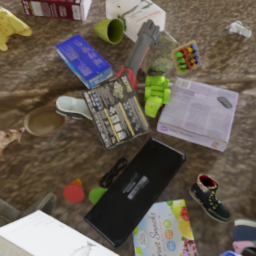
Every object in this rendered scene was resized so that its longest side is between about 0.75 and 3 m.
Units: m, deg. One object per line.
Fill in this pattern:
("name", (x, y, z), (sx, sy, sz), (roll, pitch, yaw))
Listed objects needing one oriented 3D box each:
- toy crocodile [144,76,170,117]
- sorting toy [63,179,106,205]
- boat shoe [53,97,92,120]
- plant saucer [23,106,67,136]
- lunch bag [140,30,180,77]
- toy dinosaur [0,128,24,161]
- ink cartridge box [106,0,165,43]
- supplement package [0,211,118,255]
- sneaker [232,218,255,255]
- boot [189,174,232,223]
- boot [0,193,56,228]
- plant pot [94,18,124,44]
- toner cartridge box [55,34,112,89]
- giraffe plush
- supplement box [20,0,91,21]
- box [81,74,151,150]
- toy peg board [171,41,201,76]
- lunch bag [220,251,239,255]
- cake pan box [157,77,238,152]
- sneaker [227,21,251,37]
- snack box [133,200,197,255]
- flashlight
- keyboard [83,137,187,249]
("toy crocodile", (0.965, -1.200, 9.659), (0.827, 0.756, 2.450), (8, 32, 2))
("sorting toy", (-0.888, 1.793, 8.083), (1.862, 0.646, 0.641), (8, 30, 0))
("boat shoe", (-1.602, -0.614, 9.361), (1.758, 0.530, 0.665), (18, 66, -28))
("plant saucer", (-2.759, -0.217, 9.386), (1.425, 0.210, 1.425), (-2, 45, 2))
("lunch bag", (1.135, -2.683, 10.565), (1.603, 0.942, 1.314), (-36, 43, 9))
("toy dinosaur", (-4.030, 0.332, 8.928), (1.600, 0.687, 1.084), (14, 47, 26))
("ink cartridge box", (0.319, -4.889, 12.184), (1.622, 0.936, 2.220), (-32, 62, -20))
("supplement package", (-1.510, 3.296, 5.966), (2.827, 1.652, 1.658), (23, 94, 14))
("sneaker", (3.793, 3.120, 6.964), (2.391, 0.839, 0.981), (15, 59, 16))
("boot", (2.299, 1.920, 7.597), (0.496, 1.038, 1.374), (-38, 64, -22))
("boot", (-3.271, 2.210, 7.695), (2.041, 0.741, 1.856), (22, 57, 22))
("plant pot", (-0.901, -4.049, 11.621), (1.062, 0.993, 0.993), (22, 57, 38))
("toner cartridge box", (-1.729, -2.612, 10.842), (1.114, 0.506, 2.346), (-34, 62, -15))
("giraffe plush", (-5.077, -3.990, 11.467), (1.520, 1.762, 1.429), (39, 96, 12))
("supplement box", (-3.235, -5.811, 12.819), (2.808, 0.855, 1.528), (7, 57, 2))
("box", (-0.384, -0.511, 8.944), (1.610, 0.491, 1.998), (-24, 85, -2))
("toy peg board", (2.098, -2.389, 9.725), (0.923, 0.927, 0.454), (-25, 26, -2))
("lunch bag", (2.778, 3.627, 5.526), (2.207, 2.596, 1.654), (29, 61, 17))
("cake pan box", (2.327, -0.552, 9.507), (2.394, 0.626, 2.205), (16, 56, 11))
("sneaker", (4.746, -4.184, 12.058), (0.608, 0.397, 1.058), (-20, 54, -12))
("snack box", (0.888, 2.876, 7.205), (1.496, 0.600, 1.773), (-7, 55, 0))
("flashlight", (0.299, -2.308, 9.880), (0.954, 0.951, 2.809), (30, 81, -25))
("keyboard", (0.091, 1.555, 7.655), (1.798, 0.384, 2.995), (28, 66, 36))
